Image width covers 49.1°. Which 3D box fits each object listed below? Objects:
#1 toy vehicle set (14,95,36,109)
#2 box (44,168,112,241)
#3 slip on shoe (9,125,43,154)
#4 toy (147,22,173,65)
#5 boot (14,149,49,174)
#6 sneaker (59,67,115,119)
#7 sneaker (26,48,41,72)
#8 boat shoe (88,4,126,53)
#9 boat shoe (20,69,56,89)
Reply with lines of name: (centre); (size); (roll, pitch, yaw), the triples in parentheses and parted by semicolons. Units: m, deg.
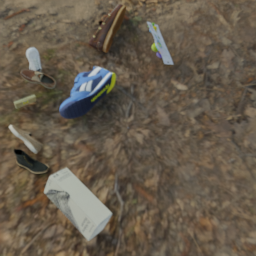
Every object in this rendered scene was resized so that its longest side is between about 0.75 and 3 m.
toy vehicle set: (-3.778, -0.964, 10.275); (0.769, 0.478, 0.102); (-25, 84, -22)
box: (-1.531, 2.240, 8.373); (2.081, 0.855, 0.711); (39, 35, 20)
slip on shoe: (-3.484, 0.309, 9.562); (1.333, 0.507, 0.404); (41, 79, 12)
toy: (1.153, -3.230, 10.968); (0.408, 0.994, 1.726); (-19, 90, 31)
boot: (-3.191, 1.096, 9.156); (1.120, 0.775, 0.434); (12, 51, 4)
sneaker: (-1.625, -1.334, 10.328); (1.068, 0.960, 2.597); (37, 61, 17)
sneaker: (-3.529, -2.476, 10.669); (0.490, 1.282, 0.516); (-24, 62, -20)
boat shoe: (-0.853, -4.318, 11.790); (0.876, 0.876, 2.490); (21, 66, 7)
boat shoe: (-3.331, -1.894, 10.466); (1.325, 0.476, 0.502); (17, 75, -21)
